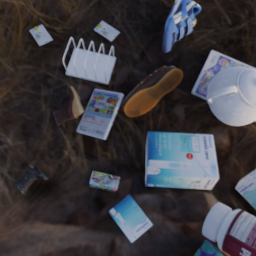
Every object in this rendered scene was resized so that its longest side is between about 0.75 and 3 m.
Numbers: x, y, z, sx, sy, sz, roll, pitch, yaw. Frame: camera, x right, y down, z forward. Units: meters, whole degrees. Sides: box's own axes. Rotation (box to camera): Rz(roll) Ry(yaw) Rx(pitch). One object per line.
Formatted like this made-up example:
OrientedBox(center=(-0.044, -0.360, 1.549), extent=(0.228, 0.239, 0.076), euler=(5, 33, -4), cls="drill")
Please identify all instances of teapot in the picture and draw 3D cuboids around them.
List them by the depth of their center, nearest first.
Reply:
OrientedBox(center=(3.997, -1.223, 9.716), extent=(2.297, 1.700, 2.328), euler=(36, 68, -8), cls="teapot")

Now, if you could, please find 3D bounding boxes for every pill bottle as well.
OrientedBox(center=(3.665, 3.416, 8.508), extent=(2.529, 1.444, 1.444), euler=(24, 72, 39), cls="pill bottle")

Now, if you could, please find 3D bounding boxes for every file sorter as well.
OrientedBox(center=(-1.530, -2.683, 11.034), extent=(1.787, 1.113, 1.240), euler=(14, 73, 5), cls="file sorter")

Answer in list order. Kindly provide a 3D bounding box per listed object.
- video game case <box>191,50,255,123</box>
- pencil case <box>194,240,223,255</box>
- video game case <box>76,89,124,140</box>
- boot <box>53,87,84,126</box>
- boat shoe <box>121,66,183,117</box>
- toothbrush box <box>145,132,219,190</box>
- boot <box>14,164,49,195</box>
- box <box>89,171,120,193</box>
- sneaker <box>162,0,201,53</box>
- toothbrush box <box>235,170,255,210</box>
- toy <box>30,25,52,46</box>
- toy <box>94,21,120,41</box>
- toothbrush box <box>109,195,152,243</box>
OrientedBox(center=(4.283, -1.660, 11.154), extent=(2.946, 0.265, 2.109), euler=(26, 75, 8), cls="video game case")
OrientedBox(center=(2.247, 4.708, 8.846), extent=(2.173, 1.004, 0.925), euler=(-50, 39, -13), cls="pencil case")
OrientedBox(center=(-1.063, -0.549, 10.559), extent=(1.326, 0.167, 1.852), euler=(13, 74, 30), cls="video game case")
OrientedBox(center=(-2.411, -0.869, 10.804), extent=(1.155, 0.502, 1.388), euler=(-26, 62, 3), cls="boot")
OrientedBox(center=(0.826, -1.441, 10.819), extent=(2.733, 0.962, 0.961), euler=(-35, 38, -11), cls="boat shoe")
OrientedBox(center=(1.782, 1.133, 9.717), extent=(2.329, 0.993, 1.705), euler=(4, 56, 0), cls="toothbrush box")
OrientedBox(center=(-3.441, 1.912, 9.926), extent=(1.158, 0.401, 1.008), euler=(21, 72, 34), cls="boot")
OrientedBox(center=(-0.849, 1.943, 10.092), extent=(1.014, 0.176, 0.558), euler=(12, 73, 3), cls="box")
OrientedBox(center=(2.153, -4.246, 11.556), extent=(1.123, 1.010, 2.731), euler=(22, 75, 7), cls="sneaker")
OrientedBox(center=(4.610, 2.204, 9.472), extent=(1.493, 1.093, 0.637), euler=(46, 39, 13), cls="toothbrush box")
OrientedBox(center=(-3.661, -3.856, 11.831), extent=(0.608, 0.249, 1.056), euler=(-31, 69, -13), cls="toy")
OrientedBox(center=(-0.905, -4.071, 11.919), extent=(0.988, 0.233, 0.569), euler=(38, 79, 11), cls="toy")
OrientedBox(center=(0.079, 3.082, 9.546), extent=(0.929, 0.541, 1.270), euler=(-38, 77, -11), cls="toothbrush box")
